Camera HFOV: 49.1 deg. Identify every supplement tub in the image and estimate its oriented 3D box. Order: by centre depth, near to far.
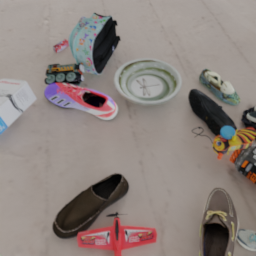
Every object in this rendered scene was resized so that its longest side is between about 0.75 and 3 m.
[{"bbox_3d":[3.986,1.180,8.391,1.029,1.029,1.680,-35,58,-25],"label":"supplement tub"}]

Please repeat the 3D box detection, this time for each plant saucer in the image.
[{"bbox_3d":[0.745,-1.687,10.973,2.617,0.657,2.617,0,51,0],"label":"plant saucer"}]

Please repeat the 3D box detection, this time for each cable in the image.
[{"bbox_3d":[5.024,-0.069,9.729,1.750,0.545,2.145,-16,53,-12],"label":"cable"}]

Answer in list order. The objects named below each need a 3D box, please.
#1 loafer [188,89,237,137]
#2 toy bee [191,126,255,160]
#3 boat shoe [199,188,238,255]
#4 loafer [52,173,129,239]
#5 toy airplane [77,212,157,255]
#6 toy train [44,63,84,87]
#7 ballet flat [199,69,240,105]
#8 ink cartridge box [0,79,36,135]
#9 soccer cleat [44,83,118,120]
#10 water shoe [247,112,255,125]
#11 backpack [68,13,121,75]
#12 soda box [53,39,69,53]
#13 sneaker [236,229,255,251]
[{"bbox_3d":[2.974,-0.574,10.053,0.802,0.775,2.284,-13,52,-25],"label":"loafer"},{"bbox_3d":[2.885,0.504,8.303,1.755,1.149,0.954,-13,55,24],"label":"toy bee"},{"bbox_3d":[2.322,2.646,7.251,0.942,0.780,2.621,-1,48,25],"label":"boat shoe"},{"bbox_3d":[-1.054,2.001,7.802,2.500,0.892,0.912,-37,60,-26],"label":"loafer"},{"bbox_3d":[-0.232,3.182,7.166,2.118,0.390,2.118,0,51,0],"label":"toy airplane"},{"bbox_3d":[-2.494,-2.080,10.988,1.670,0.712,0.952,-3,68,18],"label":"toy train"},{"bbox_3d":[3.571,-1.665,10.952,0.737,0.737,1.985,-33,58,-24],"label":"ballet flat"},{"bbox_3d":[-4.519,-0.791,9.915,1.457,0.841,2.008,10,50,31],"label":"ink cartridge box"},{"bbox_3d":[-1.815,-1.143,10.130,2.969,1.087,1.013,19,75,15],"label":"soccer cleat"},{"bbox_3d":[4.772,-0.022,9.630,1.511,0.596,0.540,23,39,17],"label":"water shoe"},{"bbox_3d":[-1.443,-3.377,11.532,1.681,1.983,2.233,11,61,13],"label":"backpack"},{"bbox_3d":[-3.093,-3.785,12.936,0.249,0.275,0.786,31,57,23],"label":"soda box"},{"bbox_3d":[3.520,2.934,7.227,1.400,0.604,0.543,19,53,15],"label":"sneaker"}]
